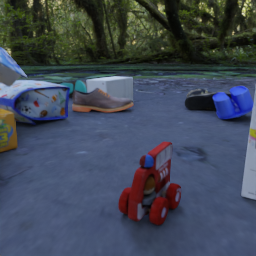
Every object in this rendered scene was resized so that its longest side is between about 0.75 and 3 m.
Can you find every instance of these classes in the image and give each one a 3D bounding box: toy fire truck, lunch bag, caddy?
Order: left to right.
[{"bbox_3d":[-3.428,-0.882,9.350,1.918,1.397,2.256,11,11,31],"label":"lunch bag"},{"bbox_3d":[0.340,0.781,4.124,0.649,0.972,1.158,10,18,31],"label":"toy fire truck"},{"bbox_3d":[3.762,-0.819,9.996,1.253,0.931,1.773,-19,12,15],"label":"caddy"}]

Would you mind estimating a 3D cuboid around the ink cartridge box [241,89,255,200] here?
[{"bbox_3d":[2.519,0.115,4.760,0.800,1.906,1.380,9,18,27],"label":"ink cartridge box"}]

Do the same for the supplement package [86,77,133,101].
[{"bbox_3d":[-0.773,-1.658,12.512,1.139,1.135,1.942,11,18,34],"label":"supplement package"}]

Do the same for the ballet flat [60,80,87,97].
[{"bbox_3d":[-2.382,-1.889,13.797,0.977,0.971,2.856,1,12,-40],"label":"ballet flat"}]

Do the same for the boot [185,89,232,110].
[{"bbox_3d":[3.405,-1.202,11.685,2.080,0.761,1.566,-3,16,11],"label":"boot"}]

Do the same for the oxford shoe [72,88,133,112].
[{"bbox_3d":[-1.001,-1.112,11.029,2.417,0.881,0.862,-1,16,-3],"label":"oxford shoe"}]

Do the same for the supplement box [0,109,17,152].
[{"bbox_3d":[-4.082,-0.122,7.363,2.980,1.025,0.991,12,20,42],"label":"supplement box"}]

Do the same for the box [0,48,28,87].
[{"bbox_3d":[-3.636,-1.864,6.786,1.391,0.544,2.282,47,4,20],"label":"box"}]
